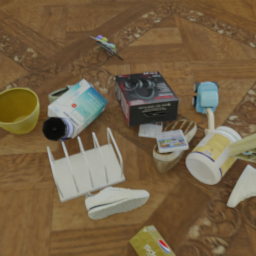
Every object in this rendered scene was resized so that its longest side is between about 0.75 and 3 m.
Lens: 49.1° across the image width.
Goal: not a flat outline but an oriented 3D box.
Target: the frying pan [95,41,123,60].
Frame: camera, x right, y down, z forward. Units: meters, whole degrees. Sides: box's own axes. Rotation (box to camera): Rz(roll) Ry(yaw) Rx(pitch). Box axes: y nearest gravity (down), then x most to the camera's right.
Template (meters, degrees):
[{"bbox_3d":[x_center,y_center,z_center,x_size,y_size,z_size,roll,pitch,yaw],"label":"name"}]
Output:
[{"bbox_3d":[-0.926,-3.817,13.638,1.560,0.944,0.254,30,99,6],"label":"frying pan"}]

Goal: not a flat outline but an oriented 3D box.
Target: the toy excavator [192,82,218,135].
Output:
[{"bbox_3d":[3.253,-0.822,11.461,0.969,1.886,1.940,1,25,3],"label":"toy excavator"}]

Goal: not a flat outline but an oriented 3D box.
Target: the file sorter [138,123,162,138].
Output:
[{"bbox_3d":[0.909,-0.023,11.227,0.904,0.563,0.627,7,53,6],"label":"file sorter"}]

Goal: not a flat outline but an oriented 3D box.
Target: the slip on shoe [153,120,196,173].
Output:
[{"bbox_3d":[1.803,0.617,10.592,1.087,0.866,2.860,9,32,26],"label":"slip on shoe"}]

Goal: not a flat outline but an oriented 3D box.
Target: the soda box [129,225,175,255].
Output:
[{"bbox_3d":[0.984,3.883,8.042,0.709,0.670,2.094,-46,61,9],"label":"soda box"}]

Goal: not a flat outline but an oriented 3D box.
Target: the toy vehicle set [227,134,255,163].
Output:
[{"bbox_3d":[4.904,0.663,9.038,2.974,1.848,0.394,14,59,-33],"label":"toy vehicle set"}]

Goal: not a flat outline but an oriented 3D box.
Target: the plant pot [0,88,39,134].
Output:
[{"bbox_3d":[-4.340,-0.482,11.108,1.831,1.300,1.831,0,53,0],"label":"plant pot"}]

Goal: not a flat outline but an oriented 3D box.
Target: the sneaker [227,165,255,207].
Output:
[{"bbox_3d":[4.190,2.163,9.521,1.065,0.679,1.842,31,58,25],"label":"sneaker"}]

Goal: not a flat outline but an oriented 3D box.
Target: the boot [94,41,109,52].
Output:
[{"bbox_3d":[-1.359,-4.287,14.655,0.871,0.315,0.724,-11,42,-7],"label":"boot"}]

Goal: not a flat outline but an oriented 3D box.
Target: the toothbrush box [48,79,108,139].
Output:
[{"bbox_3d":[-2.042,-0.792,11.385,1.448,0.844,1.978,43,63,5],"label":"toothbrush box"}]

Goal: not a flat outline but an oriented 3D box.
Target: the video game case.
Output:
[{"bbox_3d":[1.498,0.454,9.783,0.957,0.120,1.337,-8,23,3],"label":"video game case"}]

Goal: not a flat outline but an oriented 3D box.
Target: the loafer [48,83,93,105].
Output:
[{"bbox_3d":[-2.483,-1.543,12.268,2.045,0.713,0.715,-28,58,-19],"label":"loafer"}]

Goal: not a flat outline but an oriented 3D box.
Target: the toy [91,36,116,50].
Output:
[{"bbox_3d":[-1.183,-4.258,13.720,0.748,1.300,0.307,39,103,52],"label":"toy"}]

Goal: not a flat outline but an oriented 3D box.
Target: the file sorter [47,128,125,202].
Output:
[{"bbox_3d":[-1.489,1.212,9.756,2.334,1.453,1.620,-17,55,-12],"label":"file sorter"}]

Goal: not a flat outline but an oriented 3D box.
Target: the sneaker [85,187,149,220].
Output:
[{"bbox_3d":[-0.353,2.319,9.319,2.131,0.814,0.858,-9,45,-13],"label":"sneaker"}]

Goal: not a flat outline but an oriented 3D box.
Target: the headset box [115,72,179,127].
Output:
[{"bbox_3d":[0.711,-1.177,11.342,2.002,1.039,2.690,-8,38,-11],"label":"headset box"}]

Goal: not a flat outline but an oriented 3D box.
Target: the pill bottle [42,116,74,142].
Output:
[{"bbox_3d":[-2.373,0.047,9.790,0.836,1.495,0.836,0,89,2],"label":"pill bottle"}]

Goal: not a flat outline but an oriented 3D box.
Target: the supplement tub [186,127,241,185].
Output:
[{"bbox_3d":[3.097,0.947,9.997,1.351,1.351,1.859,37,61,24],"label":"supplement tub"}]
